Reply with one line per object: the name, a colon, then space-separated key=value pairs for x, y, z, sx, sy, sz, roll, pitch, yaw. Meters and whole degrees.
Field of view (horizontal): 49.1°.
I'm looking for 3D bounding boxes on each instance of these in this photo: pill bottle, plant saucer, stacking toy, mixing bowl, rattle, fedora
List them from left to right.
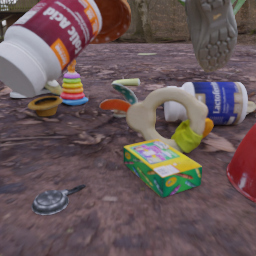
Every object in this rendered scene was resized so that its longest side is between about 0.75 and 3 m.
fedora: x=-2.921 y=-0.743 z=10.050 sx=1.250 sy=0.510 sz=1.250 roll=-3 pitch=26 yaw=1
pill bottle: x=-2.057 y=-2.233 z=7.191 sx=1.611 sy=1.611 sz=2.822 roll=14 pitch=57 yaw=32
stacking toy: x=-2.254 y=-1.880 z=11.240 sx=1.039 sy=1.791 sz=0.983 roll=-13 pitch=24 yaw=-33
plant saucer: x=-1.238 y=-3.964 z=9.922 sx=2.680 sy=0.433 sz=2.680 roll=-3 pitch=-19 yaw=-1
rattle: x=0.845 y=-0.448 z=7.485 sx=2.619 sy=1.705 sz=1.871 roll=15 pitch=32 yaw=24
pill bottle: x=2.392 y=-0.776 z=8.933 sx=2.353 sy=1.362 sz=1.362 roll=-1 pitch=20 yaw=0
mixing bowl: x=3.377 y=0.489 z=5.553 sx=2.548 sy=1.380 sz=2.548 roll=1 pitch=20 yaw=0

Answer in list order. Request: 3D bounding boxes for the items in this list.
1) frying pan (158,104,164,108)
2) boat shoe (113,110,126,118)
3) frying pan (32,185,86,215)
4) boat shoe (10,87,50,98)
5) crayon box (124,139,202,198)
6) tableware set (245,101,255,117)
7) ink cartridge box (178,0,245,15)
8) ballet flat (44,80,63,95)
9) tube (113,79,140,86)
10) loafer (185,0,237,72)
frying pan: x=1.688 y=-0.825 z=10.621 sx=1.697 sy=0.276 sz=1.026 roll=-20 pitch=28 yaw=-39
boat shoe: x=0.032 y=-0.611 z=9.849 sx=1.108 sy=0.398 sz=0.419 roll=-6 pitch=21 yaw=-15
frying pan: x=-1.221 y=1.287 z=5.152 sx=1.075 sy=0.175 sz=0.650 roll=-12 pitch=24 yaw=-22
boat shoe: x=-4.399 y=-1.824 z=12.718 sx=0.731 sy=0.658 sz=2.068 roll=15 pitch=25 yaw=35
crayon box: x=0.675 y=0.786 z=6.008 sx=0.950 sy=0.466 sz=1.600 roll=-10 pitch=23 yaw=-26
tableware set: x=4.799 y=-0.674 z=10.306 sx=1.567 sy=0.218 sz=1.876 roll=16 pitch=26 yaw=35
ink cartridge box: x=2.529 y=-4.132 z=8.741 sx=0.612 sy=1.072 sz=2.065 roll=16 pitch=24 yaw=-47
ballet flat: x=-3.683 y=-2.171 z=12.669 sx=1.788 sy=0.632 sz=0.632 roll=36 pitch=28 yaw=5
tube: x=-0.128 y=-2.404 z=14.768 sx=1.438 sy=0.373 sz=0.417 roll=1 pitch=-18 yaw=16
loafer: x=1.572 y=-2.156 z=5.418 sx=0.878 sy=2.512 sz=0.876 roll=-16 pitch=52 yaw=5
